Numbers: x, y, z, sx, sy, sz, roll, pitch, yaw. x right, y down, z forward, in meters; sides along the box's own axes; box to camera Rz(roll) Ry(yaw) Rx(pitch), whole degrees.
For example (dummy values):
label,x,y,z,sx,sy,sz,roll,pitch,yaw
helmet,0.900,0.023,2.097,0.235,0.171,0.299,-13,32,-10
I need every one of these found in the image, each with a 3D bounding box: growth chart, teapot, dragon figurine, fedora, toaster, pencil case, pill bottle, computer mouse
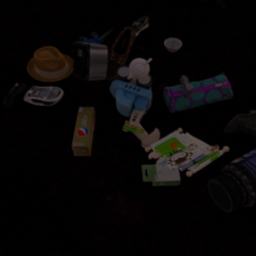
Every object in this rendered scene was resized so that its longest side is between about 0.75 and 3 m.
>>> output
label,x,y,z,sx,sy,sz,roll,pitch,yaw
growth chart,1.620,0.713,8.480,1.656,0.203,2.288,-33,30,-16
teapot,0.417,-2.176,10.321,0.821,0.832,0.608,6,14,1
dragon figurine,-1.736,-4.327,14.600,2.481,0.730,1.233,-23,56,-16
fedora,-3.813,-3.249,13.632,2.359,0.962,2.359,0,53,-1
toaster,-1.676,-2.921,12.222,1.020,1.555,1.719,-9,23,-33
pencil case,2.960,-1.488,12.004,2.786,1.287,1.185,-14,76,-4
pill bottle,4.175,1.693,9.474,2.771,1.550,1.550,-23,56,-17
computer mouse,-4.105,-1.360,12.468,2.628,0.577,1.441,6,48,12

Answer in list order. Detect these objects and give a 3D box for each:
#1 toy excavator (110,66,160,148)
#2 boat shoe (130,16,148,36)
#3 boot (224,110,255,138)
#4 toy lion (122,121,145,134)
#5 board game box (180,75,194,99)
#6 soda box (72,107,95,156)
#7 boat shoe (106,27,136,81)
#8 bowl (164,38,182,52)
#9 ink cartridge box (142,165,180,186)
label,x,y,z,sx,sy,sz,roll,pitch,yaw
toy excavator,0.297,-0.782,11.669,2.769,1.422,2.848,21,67,10
boat shoe,0.487,-5.727,15.764,0.640,0.576,1.809,31,59,22
boot,5.097,0.213,11.131,2.083,0.721,1.813,-22,55,-19
toy lion,0.229,0.044,10.533,0.826,0.296,0.862,21,11,-2
board game box,2.335,-1.648,11.031,0.264,0.856,0.857,-20,87,2
soda box,-1.745,0.131,11.207,0.645,0.682,2.014,1,52,2
boat shoe,-0.438,-3.207,12.185,0.867,2.463,0.866,23,13,-1
bowl,2.338,-4.274,14.747,0.914,0.429,0.914,0,52,0
ink cartridge box,1.170,1.714,10.180,1.331,0.395,0.691,-2,53,-2
